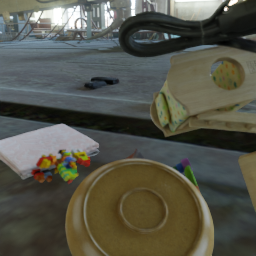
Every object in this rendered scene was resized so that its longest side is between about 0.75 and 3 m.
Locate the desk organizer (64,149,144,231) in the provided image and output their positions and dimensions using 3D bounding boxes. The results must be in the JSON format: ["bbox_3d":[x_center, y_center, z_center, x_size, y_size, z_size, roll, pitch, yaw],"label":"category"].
[{"bbox_3d":[-0.085,1.032,4.079,0.783,0.729,2.033,-35,2,13],"label":"desk organizer"}]

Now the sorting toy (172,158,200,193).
[{"bbox_3d":[0.937,1.032,4.828,0.529,0.533,1.537,-23,20,10],"label":"sorting toy"}]

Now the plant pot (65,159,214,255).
[{"bbox_3d":[0.140,0.864,2.842,1.526,0.210,1.526,4,43,-4],"label":"plant pot"}]

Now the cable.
[{"bbox_3d":[1.146,-1.349,3.605,2.462,1.196,0.620,-10,55,20],"label":"cable"}]

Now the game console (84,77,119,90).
[{"bbox_3d":[-1.380,-2.132,13.208,1.221,0.249,2.070,10,21,24],"label":"game console"}]

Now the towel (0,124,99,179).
[{"bbox_3d":[-1.894,0.445,6.390,1.885,0.304,1.800,-18,28,-38],"label":"towel"}]

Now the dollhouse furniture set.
[{"bbox_3d":[1.385,0.297,5.024,1.530,2.435,2.753,-14,-12,-7],"label":"dollhouse furniture set"}]

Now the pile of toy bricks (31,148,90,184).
[{"bbox_3d":[-1.202,0.801,5.285,0.566,0.636,1.147,44,23,23],"label":"pile of toy bricks"}]
